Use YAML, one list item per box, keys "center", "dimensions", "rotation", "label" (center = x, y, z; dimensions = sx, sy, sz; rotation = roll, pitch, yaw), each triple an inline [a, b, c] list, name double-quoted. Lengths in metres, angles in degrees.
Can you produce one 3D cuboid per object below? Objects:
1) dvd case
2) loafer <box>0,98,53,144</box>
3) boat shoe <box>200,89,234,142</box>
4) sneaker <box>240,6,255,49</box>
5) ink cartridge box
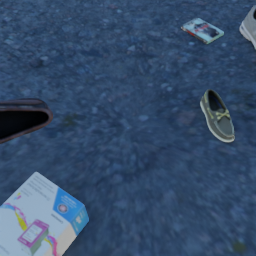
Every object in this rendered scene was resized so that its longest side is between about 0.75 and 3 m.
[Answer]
- center: [3.025, -3.996, 11.462]
  dimensions: [1.042, 0.157, 1.428]
  rotation: [-33, 57, -23]
  label: "dvd case"
- center: [-2.932, -0.059, 5.622]
  dimensions: [2.852, 1.025, 0.898]
  rotation: [-16, 16, -26]
  label: "loafer"
- center: [2.665, -0.397, 8.324]
  dimensions: [0.641, 0.537, 1.795]
  rotation: [-10, 52, -8]
  label: "boat shoe"
- center: [5.232, -3.521, 10.448]
  dimensions: [1.029, 1.129, 2.754]
  rotation: [-20, 54, -15]
  label: "sneaker"
- center: [-2.095, 2.238, 5.985]
  dimensions: [1.504, 0.881, 2.082]
  rotation: [28, 58, 20]
  label: "ink cartridge box"
